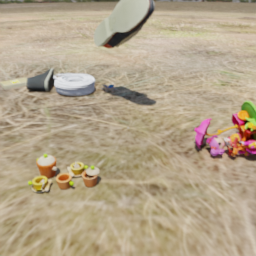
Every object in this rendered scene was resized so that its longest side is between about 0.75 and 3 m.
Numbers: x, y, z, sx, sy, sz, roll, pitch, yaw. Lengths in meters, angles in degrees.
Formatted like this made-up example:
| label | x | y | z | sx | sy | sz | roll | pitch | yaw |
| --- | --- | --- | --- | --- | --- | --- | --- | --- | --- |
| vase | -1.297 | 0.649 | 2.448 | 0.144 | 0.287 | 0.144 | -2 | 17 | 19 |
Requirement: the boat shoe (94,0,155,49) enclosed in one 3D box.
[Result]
| label | x | y | z | sx | sy | sz | roll | pitch | yaw |
| --- | --- | --- | --- | --- | --- | --- | --- | --- | --- |
| boat shoe | -0.057 | -3.324 | 9.033 | 0.926 | 1.054 | 2.961 | -1 | -8 | -34 |

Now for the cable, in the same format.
| label | x | y | z | sx | sy | sz | roll | pitch | yaw |
| --- | --- | --- | --- | --- | --- | --- | --- | --- | --- |
| cable | -2.115 | -1.716 | 11.124 | 1.586 | 0.549 | 1.586 | -7 | 29 | -17 |

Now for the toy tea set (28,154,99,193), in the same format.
| label | x | y | z | sx | sy | sz | roll | pitch | yaw |
| --- | --- | --- | --- | --- | --- | --- | --- | --- | --- |
| toy tea set | -1.365 | 0.900 | 6.040 | 1.482 | 0.549 | 0.881 | -3 | 27 | -6 |

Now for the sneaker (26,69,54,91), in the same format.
| label | x | y | z | sx | sy | sz | roll | pitch | yaw |
| --- | --- | --- | --- | --- | --- | --- | --- | --- | --- |
| sneaker | -3.620 | -2.058 | 11.642 | 0.919 | 0.647 | 1.730 | 1 | 29 | -3 |

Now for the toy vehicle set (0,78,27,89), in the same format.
| label | x | y | z | sx | sy | sz | roll | pitch | yaw |
| --- | --- | --- | --- | --- | --- | --- | --- | --- | --- |
| toy vehicle set | -4.785 | -1.893 | 11.890 | 1.074 | 0.142 | 0.667 | -18 | 32 | -30 |

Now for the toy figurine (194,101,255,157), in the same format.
| label | x | y | z | sx | sy | sz | roll | pitch | yaw |
| --- | --- | --- | --- | --- | --- | --- | --- | --- | --- |
| toy figurine | 2.497 | 0.260 | 7.086 | 1.542 | 1.258 | 1.675 | -14 | 52 | 2 |

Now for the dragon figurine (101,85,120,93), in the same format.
| label | x | y | z | sx | sy | sz | roll | pitch | yaw |
| --- | --- | --- | --- | --- | --- | --- | --- | --- | --- |
| dragon figurine | -0.675 | -1.571 | 11.146 | 0.873 | 0.257 | 0.434 | 3 | 28 | 8 |
